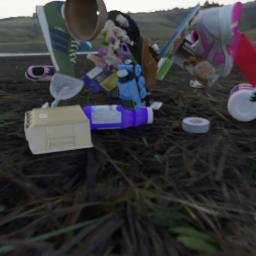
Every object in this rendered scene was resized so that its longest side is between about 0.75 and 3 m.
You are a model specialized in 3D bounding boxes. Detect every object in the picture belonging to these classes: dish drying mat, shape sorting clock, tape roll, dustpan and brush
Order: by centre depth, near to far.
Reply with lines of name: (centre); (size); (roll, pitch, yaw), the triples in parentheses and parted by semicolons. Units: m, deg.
shape sorting clock: (1.319, -2.342, 6.978); (0.293, 1.496, 1.496); (37, 21, -4)
dustpan and brush: (-1.917, -0.971, 7.958); (0.879, 0.360, 1.259); (11, -32, -36)
tape roll: (2.614, -0.109, 10.860); (0.982, 0.324, 0.982); (-1, 19, 0)
dish drying mat: (4.794, -2.550, 11.012); (0.863, 2.247, 0.204); (-35, 10, 27)

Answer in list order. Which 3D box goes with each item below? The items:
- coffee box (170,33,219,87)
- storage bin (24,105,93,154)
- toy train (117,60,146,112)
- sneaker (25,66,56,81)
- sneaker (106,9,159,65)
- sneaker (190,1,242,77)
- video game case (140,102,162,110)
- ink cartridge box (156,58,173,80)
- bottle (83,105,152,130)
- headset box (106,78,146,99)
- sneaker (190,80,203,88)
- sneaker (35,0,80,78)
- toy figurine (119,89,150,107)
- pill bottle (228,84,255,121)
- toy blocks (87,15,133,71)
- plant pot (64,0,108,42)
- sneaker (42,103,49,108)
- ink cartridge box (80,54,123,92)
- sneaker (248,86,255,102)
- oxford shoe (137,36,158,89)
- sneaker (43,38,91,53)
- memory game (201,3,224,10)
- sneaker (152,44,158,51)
coffee box: (2.814, -2.690, 11.065); (1.960, 1.121, 0.781); (35, 42, -2)
storage bin: (-2.443, -0.012, 9.663); (2.023, 0.955, 2.038); (-7, 21, -17)
toy train: (0.066, -1.173, 7.907); (0.615, 1.420, 0.811); (11, 46, 29)
sneaker: (-3.176, -2.205, 11.236); (1.733, 0.608, 0.711); (-11, 0, -27)
sneaker: (0.002, -3.207, 10.459); (1.025, 2.628, 1.120); (-45, 30, -3)
sneaker: (2.585, -2.598, 8.394); (1.314, 1.211, 2.978); (14, -17, 23)
video game case: (1.151, -1.129, 14.111); (0.909, 0.117, 1.000); (7, 21, 17)
ink cartridge box: (1.319, -2.242, 10.594); (0.414, 0.809, 1.094); (32, 9, -9)
bottle: (-0.407, -0.436, 10.946); (2.674, 0.873, 1.117); (-2, 18, -6)
headset box: (-0.116, -2.320, 16.176); (2.127, 0.987, 1.852); (7, 21, 19)
sneaker: (4.609, -2.976, 18.915); (0.953, 0.430, 0.357); (16, 25, 38)
sneaker: (-2.019, -2.850, 9.220); (1.252, 2.789, 0.935); (-18, 5, 1)
toy figurine: (0.348, -1.444, 13.597); (1.305, 0.922, 1.325); (-17, 22, -32)
pill bottle: (5.168, -1.205, 12.465); (1.320, 1.320, 2.347); (7, 21, 19)
toy blocks: (-0.277, -2.431, 8.447); (1.418, 1.325, 1.193); (-8, -26, 42)
plant pot: (-1.027, -3.056, 7.506); (1.463, 1.463, 0.675); (17, 24, 39)
sneaker: (-4.033, -1.025, 13.610); (0.306, 0.284, 0.756); (-10, 19, -3)
ink cartridge box: (-0.779, -1.793, 9.966); (1.515, 0.356, 1.497); (-36, -18, 10)
sneaker: (4.761, -1.558, 10.027); (0.485, 1.247, 0.873); (26, 41, -9)
oxford shoe: (0.603, -1.963, 8.444); (0.610, 1.712, 0.611); (-8, 42, -1)
sneaker: (-2.634, -4.263, 12.278); (2.231, 1.456, 0.887); (11, -29, -41)
memory game: (3.339, -4.431, 10.595); (1.130, 0.072, 1.130); (13, 0, 0)
sneaker: (1.245, -3.951, 14.086); (0.516, 0.322, 0.875); (-22, 9, 11)
